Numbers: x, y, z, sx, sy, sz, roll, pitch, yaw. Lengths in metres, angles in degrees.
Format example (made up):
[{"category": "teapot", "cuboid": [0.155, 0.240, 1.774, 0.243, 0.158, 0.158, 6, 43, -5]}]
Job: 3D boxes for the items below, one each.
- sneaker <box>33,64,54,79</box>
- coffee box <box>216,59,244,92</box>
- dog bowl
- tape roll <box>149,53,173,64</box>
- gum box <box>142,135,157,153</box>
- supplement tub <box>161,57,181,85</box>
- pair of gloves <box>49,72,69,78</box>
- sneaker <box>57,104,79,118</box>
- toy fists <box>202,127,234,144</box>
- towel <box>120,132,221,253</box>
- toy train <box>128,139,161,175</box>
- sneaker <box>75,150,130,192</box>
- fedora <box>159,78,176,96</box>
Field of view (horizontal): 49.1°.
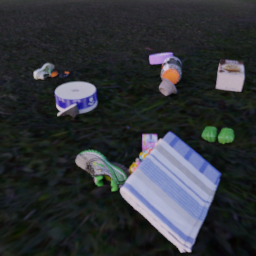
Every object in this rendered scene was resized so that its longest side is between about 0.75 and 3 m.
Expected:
[{"category": "sneaker", "cuboid": [-4.392, -2.953, 15.113, 0.666, 0.578, 1.504, 24, 44, 14]}, {"category": "coffee box", "cuboid": [5.223, -2.727, 14.361, 1.202, 0.849, 2.127, 9, 34, 14]}, {"category": "dog bowl", "cuboid": [-2.294, -1.351, 12.380, 1.797, 0.708, 1.797, 0, 33, 0]}, {"category": "tape roll", "cuboid": [1.942, -4.089, 16.499, 1.360, 0.446, 1.360, -7, 19, 3]}, {"category": "gum box", "cuboid": [0.756, 0.570, 9.800, 0.513, 0.299, 0.903, 1, 33, 2]}, {"category": "supplement tub", "cuboid": [2.239, -2.934, 14.508, 1.037, 1.037, 1.692, 5, 33, 8]}, {"category": "pair of gloves", "cuboid": [-3.758, -2.897, 15.308, 0.931, 0.115, 0.830, 7, 32, 5]}, {"category": "sneaker", "cuboid": [-2.442, -0.574, 11.538, 0.991, 0.491, 0.350, -26, 11, 18]}, {"category": "toy fists", "cuboid": [3.223, 0.289, 10.086, 1.106, 0.380, 0.564, 8, 37, 25]}, {"category": "towel", "cuboid": [1.278, 1.502, 7.495, 2.156, 0.349, 2.936, 41, 43, 6]}, {"category": "toy train", "cuboid": [0.584, 1.056, 8.490, 0.459, 1.238, 1.649, 50, 43, -4]}, {"category": "sneaker", "cuboid": [-0.880, 1.255, 8.371, 1.838, 0.717, 0.783, 20, 38, 27]}, {"category": "fedora", "cuboid": [1.791, -1.856, 13.203, 0.494, 0.967, 1.093, -43, 15, -4]}]
